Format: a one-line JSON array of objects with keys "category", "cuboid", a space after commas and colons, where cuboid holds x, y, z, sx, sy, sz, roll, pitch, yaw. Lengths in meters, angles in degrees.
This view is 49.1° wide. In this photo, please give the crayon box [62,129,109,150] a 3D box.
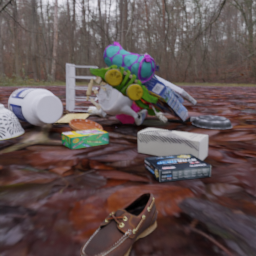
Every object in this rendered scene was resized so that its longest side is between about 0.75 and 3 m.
[{"category": "crayon box", "cuboid": [-1.302, 0.321, 8.528, 1.244, 0.362, 0.739, -7, 13, -32]}]

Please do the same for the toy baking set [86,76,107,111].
[{"category": "toy baking set", "cuboid": [-1.173, -1.382, 10.487, 1.167, 1.521, 0.177, 3, -16, 45]}]

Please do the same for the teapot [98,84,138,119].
[{"category": "teapot", "cuboid": [-0.340, -1.183, 10.836, 1.149, 1.574, 1.553, 11, -5, -42]}]

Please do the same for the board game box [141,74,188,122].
[{"category": "board game box", "cuboid": [1.287, -1.191, 10.723, 2.303, 0.711, 2.305, 38, -1, -44]}]

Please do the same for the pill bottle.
[{"category": "pill bottle", "cuboid": [-3.488, -0.794, 10.606, 1.361, 1.361, 2.450, -9, 13, -39]}]

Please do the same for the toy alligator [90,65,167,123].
[{"category": "toy alligator", "cuboid": [0.196, -1.148, 8.344, 2.869, 0.689, 0.951, 32, 4, -22]}]

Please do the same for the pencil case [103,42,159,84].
[{"category": "pencil case", "cuboid": [0.025, -2.326, 9.902, 0.912, 0.990, 2.143, -3, 26, -41]}]

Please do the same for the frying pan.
[{"category": "frying pan", "cuboid": [3.113, -0.324, 11.921, 1.621, 0.436, 2.679, -9, 17, -40]}]

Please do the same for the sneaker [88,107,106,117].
[{"category": "sneaker", "cuboid": [-1.600, -0.789, 13.930, 0.869, 0.554, 1.503, -2, 2, 1]}]

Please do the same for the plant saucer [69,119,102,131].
[{"category": "plant saucer", "cuboid": [-1.489, -0.021, 9.802, 1.176, 0.190, 1.176, 16, 17, -5]}]

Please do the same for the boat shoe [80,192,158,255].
[{"category": "boat shoe", "cuboid": [-0.090, 1.240, 3.530, 0.501, 0.501, 1.424, 8, 15, 31]}]

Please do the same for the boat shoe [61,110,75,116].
[{"category": "boat shoe", "cuboid": [-3.176, -0.787, 14.387, 0.862, 0.303, 0.304, 0, 9, -4]}]

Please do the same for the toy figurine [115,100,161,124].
[{"category": "toy figurine", "cuboid": [0.129, -0.936, 12.365, 2.199, 1.651, 2.024, 4, 26, 45]}]

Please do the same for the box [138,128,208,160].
[{"category": "box", "cuboid": [1.141, 0.430, 7.331, 1.733, 0.593, 0.712, 6, 15, 31]}]

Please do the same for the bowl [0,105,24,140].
[{"category": "bowl", "cuboid": [-4.816, -0.259, 9.746, 2.219, 1.041, 2.219, 0, 11, 0]}]

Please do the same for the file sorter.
[{"category": "file sorter", "cuboid": [-2.575, -2.265, 15.969, 1.629, 2.616, 1.815, 1, 11, -2]}]

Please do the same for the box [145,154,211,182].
[{"category": "box", "cuboid": [1.045, 0.846, 6.093, 1.162, 0.267, 0.924, -3, 11, -15]}]

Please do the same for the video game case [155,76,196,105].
[{"category": "video game case", "cuboid": [1.839, -1.586, 11.546, 1.724, 0.197, 1.569, 35, 8, 34]}]

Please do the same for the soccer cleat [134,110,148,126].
[{"category": "soccer cleat", "cuboid": [0.525, -0.517, 11.298, 0.349, 0.431, 0.999, -13, 32, 30]}]

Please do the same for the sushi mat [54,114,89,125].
[{"category": "sushi mat", "cuboid": [-2.515, -0.410, 12.827, 1.159, 0.147, 2.423, 0, 11, 1]}]
